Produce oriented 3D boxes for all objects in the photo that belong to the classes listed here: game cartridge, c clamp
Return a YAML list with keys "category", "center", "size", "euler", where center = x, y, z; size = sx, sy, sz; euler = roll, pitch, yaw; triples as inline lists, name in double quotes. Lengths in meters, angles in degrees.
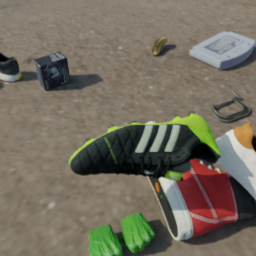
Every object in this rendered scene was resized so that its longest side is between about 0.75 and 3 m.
- category: "game cartridge"
  center: [3.956, -3.184, 11.437]
  size: [2.569, 0.534, 1.711]
  euler: [-31, 55, -30]
- category: "c clamp"
  center: [3.185, -0.692, 8.958]
  size: [1.477, 0.200, 1.262]
  euler: [-23, 52, -25]

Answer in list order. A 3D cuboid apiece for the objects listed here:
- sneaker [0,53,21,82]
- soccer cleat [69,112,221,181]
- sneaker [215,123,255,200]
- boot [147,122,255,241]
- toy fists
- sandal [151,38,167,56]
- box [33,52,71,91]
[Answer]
- category: "sneaker"
  center: [-4.899, -2.364, 9.969]
  size: [2.172, 0.919, 0.809]
  euler: [11, 39, -8]
- category: "soccer cleat"
  center: [0.390, 0.446, 4.713]
  size: [2.674, 0.903, 1.084]
  euler: [-13, 59, -21]
- category: "sneaker"
  center: [3.012, 0.974, 5.625]
  size: [2.700, 1.143, 0.983]
  euler: [39, 35, -10]
- category: "boot"
  center: [1.580, 0.938, 6.575]
  size: [2.115, 1.061, 2.931]
  euler: [-11, 52, -12]
- category: "toy fists"
  center: [-0.127, 2.235, 5.570]
  size: [1.322, 0.455, 0.674]
  euler: [-16, 38, -14]
- category: "sandal"
  center: [1.290, -3.387, 11.796]
  size: [0.480, 0.323, 1.195]
  euler: [14, 59, 22]
- category: "box"
  center: [-2.614, -1.964, 9.710]
  size: [1.007, 0.990, 0.591]
  euler: [-26, 50, -25]
